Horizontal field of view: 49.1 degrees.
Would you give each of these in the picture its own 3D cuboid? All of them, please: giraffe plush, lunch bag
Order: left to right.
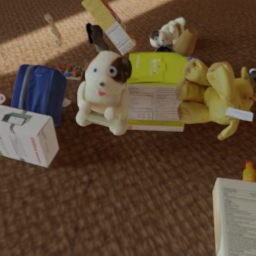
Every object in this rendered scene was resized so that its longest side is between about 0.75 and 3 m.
[{"bbox_3d":[-3.751,-1.214,11.528,1.718,1.764,2.597,9,82,7],"label":"lunch bag"},{"bbox_3d":[3.312,-1.115,9.502,2.270,2.415,2.799,-20,46,-42],"label":"giraffe plush"}]

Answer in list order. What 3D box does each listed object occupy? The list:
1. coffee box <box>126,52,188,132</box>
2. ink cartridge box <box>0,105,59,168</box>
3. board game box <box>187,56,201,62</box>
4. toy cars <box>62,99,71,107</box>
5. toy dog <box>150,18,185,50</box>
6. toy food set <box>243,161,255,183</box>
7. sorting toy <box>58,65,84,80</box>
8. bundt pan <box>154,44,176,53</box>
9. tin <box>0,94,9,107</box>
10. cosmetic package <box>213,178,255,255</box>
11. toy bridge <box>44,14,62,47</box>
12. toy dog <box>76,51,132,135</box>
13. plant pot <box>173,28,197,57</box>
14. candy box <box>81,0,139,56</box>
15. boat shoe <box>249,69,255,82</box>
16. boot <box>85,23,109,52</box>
[{"bbox_3d":[1.181,-1.545,11.753,2.442,2.414,2.438,2,45,2],"label":"coffee box"},{"bbox_3d":[-3.983,0.298,10.361,2.476,1.807,1.041,13,46,11],"label":"ink cartridge box"},{"bbox_3d":[2.578,-3.667,15.320,2.316,0.399,1.568,35,54,30],"label":"board game box"},{"bbox_3d":[-3.344,-1.196,12.741,1.657,0.743,0.367,12,80,13],"label":"toy cars"},{"bbox_3d":[2.183,-5.441,16.424,2.085,1.455,2.022,-36,42,-30],"label":"toy dog"},{"bbox_3d":[5.210,1.400,9.258,1.256,2.631,1.184,38,44,-14],"label":"toy food set"},{"bbox_3d":[-2.803,-2.927,14.637,1.950,0.330,0.940,5,45,5],"label":"sorting toy"},{"bbox_3d":[2.152,-3.358,13.990,0.692,1.845,1.845,-33,53,-27],"label":"bundt pan"},{"bbox_3d":[-6.434,-1.044,12.743,1.871,0.392,1.048,-18,52,-18],"label":"tin"},{"bbox_3d":[3.316,2.865,8.401,1.348,0.911,2.562,8,45,8],"label":"cosmetic package"},{"bbox_3d":[-2.690,-3.511,10.425,0.203,1.492,0.502,-38,70,-12],"label":"toy bridge"},{"bbox_3d":[-0.593,-1.258,8.873,1.803,2.583,2.505,23,66,7],"label":"toy dog"},{"bbox_3d":[2.381,-3.516,11.301,0.869,0.932,0.869,10,51,-12],"label":"plant pot"},{"bbox_3d":[-0.676,-4.448,12.139,0.765,2.711,1.581,-36,9,17],"label":"candy box"},{"bbox_3d":[4.465,-1.685,9.629,0.852,0.322,0.257,26,48,-26],"label":"boat shoe"},{"bbox_3d":[-1.388,-3.653,12.052,0.558,1.647,1.076,-9,15,23],"label":"boot"}]
